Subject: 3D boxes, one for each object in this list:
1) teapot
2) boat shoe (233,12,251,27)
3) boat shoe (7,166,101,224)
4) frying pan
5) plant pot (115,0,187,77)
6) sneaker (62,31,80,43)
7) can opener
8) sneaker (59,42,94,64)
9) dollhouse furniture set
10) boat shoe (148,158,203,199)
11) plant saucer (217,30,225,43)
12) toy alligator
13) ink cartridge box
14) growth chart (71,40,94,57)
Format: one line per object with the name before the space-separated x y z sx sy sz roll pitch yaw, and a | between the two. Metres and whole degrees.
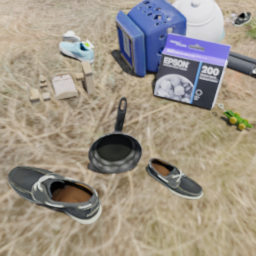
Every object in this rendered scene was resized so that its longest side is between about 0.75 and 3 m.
teapot | 2.833 -4.718 12.009 2.836 2.098 2.873 -15 66 -1
boat shoe | 5.994 -5.727 14.497 0.533 0.501 1.483 34 55 29
boat shoe | -2.040 1.574 7.520 2.856 0.966 1.026 18 55 17
frying pan | -0.495 0.317 7.651 1.542 2.550 0.415 -16 37 3
plant pot | 0.818 -3.622 11.382 2.134 2.374 2.373 -22 52 -11
sneaker | -2.616 -4.390 13.371 0.936 0.345 0.541 17 53 16
can opener | 5.042 -2.733 11.418 2.955 0.988 0.788 28 53 23
sneaker | -2.205 -3.473 12.153 1.794 0.735 0.663 27 44 13
dollhouse furniture set | -2.578 -1.815 10.550 2.363 1.046 1.225 -14 49 -12
boat shoe | 1.315 1.418 7.922 1.734 0.586 0.623 30 58 21
plant saucer | 3.309 -5.050 13.833 3.005 0.578 3.005 0 47 0
toy alligator | 3.606 -0.338 9.596 1.356 0.326 0.450 40 53 14
ink cartridge box | 2.203 -1.988 9.912 2.226 2.247 0.488 16 29 14
growth chart | -2.230 -3.669 12.877 1.292 0.115 0.935 -28 52 -24
